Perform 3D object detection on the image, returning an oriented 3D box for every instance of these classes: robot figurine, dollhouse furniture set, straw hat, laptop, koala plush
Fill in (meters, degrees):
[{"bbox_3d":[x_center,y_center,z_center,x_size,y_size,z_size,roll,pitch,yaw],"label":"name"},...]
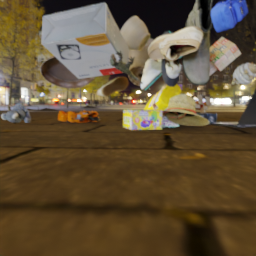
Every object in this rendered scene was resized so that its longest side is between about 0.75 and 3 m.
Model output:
[{"bbox_3d":[-2.555,-0.604,15.108,1.598,0.641,2.204,6,7,39],"label":"robot figurine"},{"bbox_3d":[3.460,-1.239,15.542,1.706,0.889,1.725,8,-29,-18],"label":"dollhouse furniture set"},{"bbox_3d":[2.253,-0.864,11.803,2.437,1.031,2.437,10,-10,2],"label":"straw hat"},{"bbox_3d":[5.523,-0.844,12.000,2.601,1.610,2.778,-1,4,-17],"label":"laptop"},{"bbox_3d":[-5.812,-0.665,14.384,1.047,1.085,1.181,1,17,23],"label":"koala plush"}]

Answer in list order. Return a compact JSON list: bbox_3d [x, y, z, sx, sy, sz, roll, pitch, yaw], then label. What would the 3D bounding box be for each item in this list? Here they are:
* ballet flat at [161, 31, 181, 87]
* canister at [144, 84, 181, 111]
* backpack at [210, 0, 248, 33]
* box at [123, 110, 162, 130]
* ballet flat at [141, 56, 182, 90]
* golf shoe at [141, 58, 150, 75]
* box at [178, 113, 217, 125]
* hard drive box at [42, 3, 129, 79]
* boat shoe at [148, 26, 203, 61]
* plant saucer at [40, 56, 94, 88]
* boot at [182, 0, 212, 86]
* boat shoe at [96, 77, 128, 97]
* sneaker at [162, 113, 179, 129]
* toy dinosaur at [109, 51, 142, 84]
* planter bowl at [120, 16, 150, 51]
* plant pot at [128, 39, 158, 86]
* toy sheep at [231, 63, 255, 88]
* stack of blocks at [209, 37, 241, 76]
[{"bbox_3d":[1.614,-2.519,10.525,0.778,2.130,0.778,-7,22,3],"label":"ballet flat"},{"bbox_3d":[1.878,-1.461,15.655,0.969,1.662,2.238,37,-25,-6],"label":"canister"},{"bbox_3d":[2.869,-3.287,8.033,0.997,0.810,0.836,-42,23,-31],"label":"backpack"},{"bbox_3d":[0.539,-0.334,10.879,1.225,0.747,1.180,-1,5,-17],"label":"box"},{"bbox_3d":[1.335,-2.798,12.158,2.910,1.010,1.010,-44,23,-20],"label":"ballet flat"},{"bbox_3d":[0.904,-2.724,12.616,0.391,0.827,0.322,29,18,12],"label":"golf shoe"},{"bbox_3d":[2.954,-0.496,14.322,2.466,0.537,1.976,-1,4,-9],"label":"box"},{"bbox_3d":[-1.343,-2.889,9.901,2.181,1.075,2.799,-6,-14,14],"label":"hard drive box"},{"bbox_3d":[1.448,-2.631,9.313,0.798,0.749,2.166,26,-24,-35],"label":"boat shoe"},{"bbox_3d":[-2.858,-2.735,13.349,2.527,0.405,2.527,-3,-25,-1],"label":"plant saucer"},{"bbox_3d":[2.413,-2.995,9.539,0.965,2.850,1.862,-3,-6,3],"label":"boot"},{"bbox_3d":[-0.717,-1.944,13.074,0.575,0.635,1.781,-1,21,47],"label":"boat shoe"},{"bbox_3d":[1.587,-0.291,11.113,0.844,0.591,0.328,1,-11,3],"label":"sneaker"},{"bbox_3d":[-0.092,-2.051,9.076,0.402,0.746,1.692,-15,-26,36],"label":"toy dinosaur"},{"bbox_3d":[0.327,-3.770,11.612,0.909,1.350,1.350,40,14,11],"label":"planter bowl"},{"bbox_3d":[0.878,-3.406,15.364,2.302,2.302,1.997,1,46,15],"label":"plant pot"},{"bbox_3d":[4.051,-1.835,9.806,0.789,0.789,1.144,-3,-19,-34],"label":"toy sheep"},{"bbox_3d":[3.647,-2.864,11.917,0.547,1.867,1.075,39,17,-34],"label":"stack of blocks"}]
